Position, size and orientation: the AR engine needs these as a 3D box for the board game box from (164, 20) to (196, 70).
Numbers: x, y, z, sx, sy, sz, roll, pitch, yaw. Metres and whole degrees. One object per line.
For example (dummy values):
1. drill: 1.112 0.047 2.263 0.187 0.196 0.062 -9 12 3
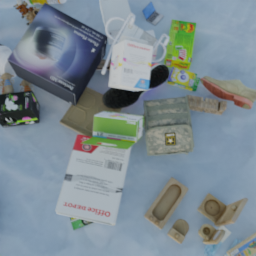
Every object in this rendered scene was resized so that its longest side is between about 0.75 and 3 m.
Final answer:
1. board game box: 2.289 -3.681 12.329 1.126 0.528 2.217 10 68 4

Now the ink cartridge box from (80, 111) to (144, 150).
1. ink cartridge box: -0.441 0.037 9.310 1.572 2.126 0.805 8 101 13

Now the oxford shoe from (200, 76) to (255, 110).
1. oxford shoe: 4.003 -1.585 11.179 2.296 0.813 0.848 33 85 20

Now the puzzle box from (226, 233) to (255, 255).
1. puzzle box: 4.155 4.180 9.210 1.565 0.199 1.041 -28 77 -11

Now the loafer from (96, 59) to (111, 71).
1. loafer: -0.828 -2.599 11.894 1.771 0.637 0.557 10 79 12

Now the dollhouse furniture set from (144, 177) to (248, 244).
1. dollhouse furniture set: 2.050 2.621 9.031 2.230 1.817 2.121 35 72 13

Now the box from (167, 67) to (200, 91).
1. box: 2.355 -2.037 11.779 1.263 0.305 0.741 19 70 6

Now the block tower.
1. block tower: 3.042 -0.920 11.225 1.690 0.488 0.456 9 68 5

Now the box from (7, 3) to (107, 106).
1. box: -2.552 -2.701 10.637 2.662 1.640 2.640 27 77 -3

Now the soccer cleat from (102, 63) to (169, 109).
1. soccer cleat: 0.231 -1.711 11.340 2.958 1.082 1.009 -32 116 -10

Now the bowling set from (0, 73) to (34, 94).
1. bowling set: -4.999 -1.684 11.000 2.289 1.593 1.229 -15 66 -10

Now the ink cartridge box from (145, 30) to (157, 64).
1. ink cartridge box: 0.873 -3.385 11.841 0.508 1.200 0.867 -10 68 -4

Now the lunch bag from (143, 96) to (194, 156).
1. lunch bag: 1.463 0.009 10.405 1.713 1.228 2.088 -5 67 3

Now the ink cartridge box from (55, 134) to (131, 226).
1. ink cartridge box: -1.128 1.816 9.631 1.950 1.132 2.703 12 67 0

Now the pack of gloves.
1. pack of gloves: 3.208 4.030 9.311 1.028 0.242 1.224 39 73 15

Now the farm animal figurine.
1. farm animal figurine: -4.164 -4.908 12.522 0.880 1.688 1.670 -39 45 -8

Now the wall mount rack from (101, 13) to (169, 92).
1. wall mount rack: 0.204 -2.780 10.348 2.641 2.295 0.985 23 25 -24

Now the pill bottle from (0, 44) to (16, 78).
1. pill bottle: -5.661 -2.965 11.639 2.223 1.266 1.266 25 70 9

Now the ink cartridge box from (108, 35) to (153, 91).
1. ink cartridge box: 0.089 -2.281 10.013 1.134 1.105 1.765 7 91 -26

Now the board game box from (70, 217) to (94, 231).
1. board game box: -1.557 3.190 9.736 0.847 0.099 0.444 -19 71 -8

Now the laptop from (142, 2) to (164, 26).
1. laptop: 1.167 -5.324 13.049 0.788 0.457 0.738 35 72 13

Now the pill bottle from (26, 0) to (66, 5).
1. pill bottle: -3.602 -6.496 13.080 2.316 1.286 1.286 -4 68 -2

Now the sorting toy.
1. sorting toy: -1.058 -0.352 11.084 2.719 0.364 2.025 26 65 10

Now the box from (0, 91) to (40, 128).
1. box: -4.267 -0.708 10.781 1.461 1.085 0.908 -7 63 -3

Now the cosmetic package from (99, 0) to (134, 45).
1. cosmetic package: -0.518 -5.018 12.681 1.285 0.924 2.276 -10 69 -4
